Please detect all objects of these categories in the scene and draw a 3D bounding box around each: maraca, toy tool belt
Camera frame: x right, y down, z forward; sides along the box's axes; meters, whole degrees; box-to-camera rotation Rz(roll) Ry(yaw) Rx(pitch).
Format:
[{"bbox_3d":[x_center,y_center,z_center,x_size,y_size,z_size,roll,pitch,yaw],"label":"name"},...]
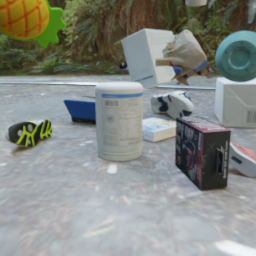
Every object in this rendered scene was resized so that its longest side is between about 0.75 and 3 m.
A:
[{"bbox_3d":[-2.215,-2.468,6.179,1.764,1.209,0.944,19,22,-44],"label":"maraca"},{"bbox_3d":[1.600,-1.849,8.183,1.252,1.272,2.038,-31,-25,18],"label":"toy tool belt"}]

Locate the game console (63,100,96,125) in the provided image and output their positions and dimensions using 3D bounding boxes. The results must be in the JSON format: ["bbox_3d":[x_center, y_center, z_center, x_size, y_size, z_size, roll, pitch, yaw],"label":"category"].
[{"bbox_3d":[-1.503,-0.711,11.411,1.729,1.023,1.476,8,17,27],"label":"game console"}]

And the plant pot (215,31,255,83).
[{"bbox_3d":[2.993,-1.868,7.463,1.428,1.428,1.146,6,16,24],"label":"plant pot"}]

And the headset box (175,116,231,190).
[{"bbox_3d":[1.572,0.496,6.016,0.616,1.220,1.641,-4,13,-10],"label":"headset box"}]

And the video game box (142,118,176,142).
[{"bbox_3d":[0.874,0.028,9.714,1.668,0.390,1.520,-13,16,-41],"label":"video game box"}]

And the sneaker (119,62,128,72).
[{"bbox_3d":[-0.034,-2.625,11.957,0.892,0.315,0.436,-3,-23,41],"label":"sneaker"}]

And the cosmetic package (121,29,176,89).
[{"bbox_3d":[0.992,-2.687,11.137,1.249,2.033,2.026,-9,6,40],"label":"cosmetic package"}]

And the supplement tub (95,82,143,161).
[{"bbox_3d":[-0.237,-0.216,7.461,1.269,1.924,1.269,0,14,0],"label":"supplement tub"}]

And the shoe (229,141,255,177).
[{"bbox_3d":[2.442,0.584,6.521,1.361,0.486,0.619,38,24,18],"label":"shoe"}]

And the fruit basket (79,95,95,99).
[{"bbox_3d":[-0.965,-1.437,13.755,2.022,1.023,2.183,9,-4,32],"label":"fruit basket"}]

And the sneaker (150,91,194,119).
[{"bbox_3d":[2.483,-1.160,12.971,1.814,1.113,2.788,-16,10,-25],"label":"sneaker"}]

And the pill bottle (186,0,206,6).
[{"bbox_3d":[1.379,-2.955,5.613,0.506,0.886,0.506,-4,35,3],"label":"pill bottle"}]

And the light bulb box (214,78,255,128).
[{"bbox_3d":[5.102,-1.116,11.543,2.727,1.717,2.751,3,14,12],"label":"light bulb box"}]

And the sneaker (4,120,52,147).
[{"bbox_3d":[-3.135,0.175,8.600,0.799,0.789,2.092,-4,2,13],"label":"sneaker"}]
